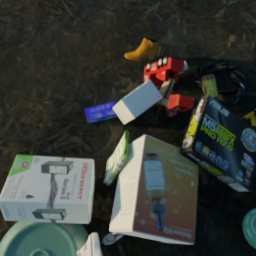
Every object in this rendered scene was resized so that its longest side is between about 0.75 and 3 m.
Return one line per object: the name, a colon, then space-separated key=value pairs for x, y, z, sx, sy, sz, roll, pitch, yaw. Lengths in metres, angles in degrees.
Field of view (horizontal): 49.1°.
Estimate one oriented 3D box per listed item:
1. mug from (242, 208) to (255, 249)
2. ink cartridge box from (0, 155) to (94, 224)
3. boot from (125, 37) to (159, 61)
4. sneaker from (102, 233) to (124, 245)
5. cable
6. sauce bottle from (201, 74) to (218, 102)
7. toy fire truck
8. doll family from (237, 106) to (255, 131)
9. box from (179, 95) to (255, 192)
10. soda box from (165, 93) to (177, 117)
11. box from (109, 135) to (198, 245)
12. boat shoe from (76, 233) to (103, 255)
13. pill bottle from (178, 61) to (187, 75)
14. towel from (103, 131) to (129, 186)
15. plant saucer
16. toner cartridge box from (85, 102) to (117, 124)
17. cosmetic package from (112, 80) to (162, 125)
mug: x=3.972 y=2.825 z=7.900 sx=1.396 sy=0.863 sz=1.147 roll=-16 pitch=55 yaw=16
ink cartridge box: x=-2.217 y=1.764 z=8.160 sx=2.361 sy=0.992 sz=1.718 roll=3 pitch=40 yaw=-3
boot: x=0.523 y=-3.092 z=10.857 sx=1.261 sy=0.903 sz=0.444 roll=-1 pitch=51 yaw=-9
sneaker: x=-0.406 y=3.211 z=8.170 sx=0.759 sy=0.378 sz=0.284 roll=-19 pitch=55 yaw=-31
cable: x=3.447 y=-1.887 z=10.567 sx=2.057 sy=0.523 sz=1.679 roll=28 pitch=67 yaw=14
sauce bottle: x=2.903 y=-1.141 z=9.833 sx=0.471 sy=0.471 sz=1.426 roll=-15 pitch=104 yaw=-7
toy fire truck: x=1.298 y=-1.450 z=9.620 sx=0.611 sy=2.505 sz=1.766 roll=7 pitch=89 yaw=-26
doll family: x=4.833 y=-0.196 z=9.605 sx=2.388 sy=0.937 sz=1.380 roll=2 pitch=61 yaw=-4
box: x=2.870 y=0.490 z=8.421 sx=2.468 sy=0.546 sz=1.977 roll=34 pitch=63 yaw=-16
soda box: x=1.508 y=-0.834 z=10.159 sx=0.264 sy=0.292 sz=0.833 roll=10 pitch=61 yaw=-31
box: x=0.794 y=1.806 z=7.967 sx=1.939 sy=1.354 sz=2.546 roll=20 pitch=63 yaw=-22
boat shoe: x=-1.010 y=3.266 z=7.185 sx=0.697 sy=2.089 sz=0.768 roll=-15 pitch=85 yaw=-11
pill bottle: x=1.807 y=-2.239 z=10.684 sx=0.858 sy=0.467 sz=0.467 roll=-24 pitch=67 yaw=-12
towel: x=-0.366 y=0.913 z=8.530 sx=0.227 sy=1.478 sz=1.103 roll=18 pitch=38 yaw=-13
plant saucer: x=-2.433 y=3.750 z=7.888 sx=2.879 sy=0.517 sz=2.879 roll=0 pitch=64 yaw=0
toner cartridge box: x=-0.969 y=-0.543 z=10.087 sx=1.099 sy=0.237 sz=0.522 roll=-14 pitch=68 yaw=-6
cosmetic package: x=0.288 y=-0.846 z=9.534 sx=1.254 sy=1.258 sz=0.773 roll=-37 pitch=94 yaw=-19
